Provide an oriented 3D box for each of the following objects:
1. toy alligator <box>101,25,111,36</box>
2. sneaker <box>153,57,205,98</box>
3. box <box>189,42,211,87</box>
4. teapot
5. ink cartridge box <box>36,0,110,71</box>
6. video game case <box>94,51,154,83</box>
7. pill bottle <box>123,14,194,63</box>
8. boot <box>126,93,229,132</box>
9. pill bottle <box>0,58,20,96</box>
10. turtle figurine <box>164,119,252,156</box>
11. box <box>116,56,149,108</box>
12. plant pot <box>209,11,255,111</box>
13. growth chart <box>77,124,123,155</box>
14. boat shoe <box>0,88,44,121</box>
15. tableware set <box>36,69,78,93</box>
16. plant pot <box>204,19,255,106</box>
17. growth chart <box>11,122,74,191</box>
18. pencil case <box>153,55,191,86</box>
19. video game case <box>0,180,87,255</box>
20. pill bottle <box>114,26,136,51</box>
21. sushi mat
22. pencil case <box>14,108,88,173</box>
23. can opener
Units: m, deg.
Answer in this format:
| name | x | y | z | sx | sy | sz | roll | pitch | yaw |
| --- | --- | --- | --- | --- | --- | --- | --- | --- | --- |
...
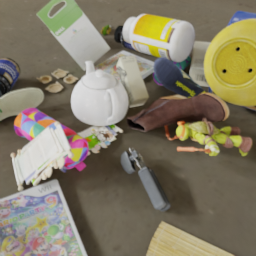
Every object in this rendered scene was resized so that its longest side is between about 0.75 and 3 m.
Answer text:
| name | x | y | z | sx | sy | sz | roll | pitch | yaw |
| --- | --- | --- | --- | --- | --- | --- | --- | --- | --- |
| toy alligator | -1.192 | -5.474 | 15.421 | 0.429 | 0.311 | 1.294 | 7 | 43 | 7 |
| sneaker | 1.806 | -1.762 | 10.357 | 2.291 | 0.847 | 0.942 | 37 | 22 | -19 |
| box | 3.204 | -2.799 | 12.052 | 1.007 | 0.838 | 2.451 | 10 | 43 | 11 |
| teapot | -0.945 | -1.179 | 9.558 | 2.176 | 1.589 | 2.147 | 18 | 39 | 15 |
| ink cartridge box | -2.215 | -3.949 | 11.509 | 1.491 | 2.872 | 0.852 | -40 | 31 | 2 |
| video game case | -0.156 | -2.590 | 12.250 | 2.092 | 0.263 | 2.299 | 28 | 49 | 28 |
| pill bottle | 1.157 | -3.746 | 11.482 | 2.827 | 1.544 | 1.544 | 27 | 48 | 34 |
| boot | 1.468 | -0.315 | 8.840 | 2.265 | 0.985 | 2.723 | -27 | 23 | -24 |
| pill bottle | -4.967 | -1.867 | 10.867 | 1.034 | 1.034 | 1.849 | 1 | 42 | 1 |
| turtle figurine | 2.309 | 0.173 | 8.384 | 2.263 | 0.904 | 2.807 | 7 | 9 | -12 |
| box | 0.139 | -1.715 | 10.331 | 0.606 | 0.728 | 1.772 | -12 | 74 | -19 |
| plant pot | 4.504 | -2.263 | 10.200 | 2.722 | 2.722 | 2.447 | 26 | 55 | 25 |
| growth chart | -0.997 | 0.247 | 9.110 | 1.223 | 0.150 | 1.690 | 30 | 45 | 32 |
| boat shoe | -4.253 | -0.830 | 9.753 | 2.576 | 0.925 | 0.871 | -27 | 38 | -19 |
| tableware set | -2.930 | -1.986 | 11.586 | 1.273 | 0.177 | 1.524 | 32 | 48 | 26 |
| plant pot | 3.540 | -1.987 | 8.623 | 2.862 | 2.862 | 2.032 | 25 | 22 | 26 |
| growth chart | -2.413 | 0.800 | 7.638 | 2.100 | 0.186 | 1.520 | -35 | 55 | 16 |
| pencil case | 1.845 | -2.518 | 11.691 | 0.820 | 0.890 | 1.926 | 36 | 53 | 12 |
| video game case | -2.214 | 2.578 | 6.518 | 1.966 | 0.247 | 2.746 | -19 | 45 | -20 |
| pill bottle | 0.346 | -4.330 | 13.564 | 1.947 | 1.089 | 1.089 | 22 | 46 | 23 |
| sushi mat | 1.469 | 2.896 | 6.253 | 2.005 | 0.121 | 0.959 | 20 | 47 | 21 |
| pencil case | -2.324 | 0.316 | 8.420 | 2.536 | 1.121 | 1.121 | 31 | 50 | 30 |
| can opener | 0.395 | 1.398 | 7.598 | 0.673 | 0.537 | 2.014 | -37 | 52 | 14 |
